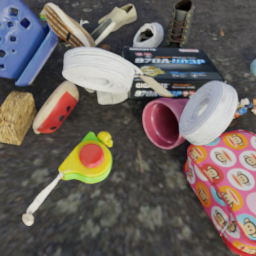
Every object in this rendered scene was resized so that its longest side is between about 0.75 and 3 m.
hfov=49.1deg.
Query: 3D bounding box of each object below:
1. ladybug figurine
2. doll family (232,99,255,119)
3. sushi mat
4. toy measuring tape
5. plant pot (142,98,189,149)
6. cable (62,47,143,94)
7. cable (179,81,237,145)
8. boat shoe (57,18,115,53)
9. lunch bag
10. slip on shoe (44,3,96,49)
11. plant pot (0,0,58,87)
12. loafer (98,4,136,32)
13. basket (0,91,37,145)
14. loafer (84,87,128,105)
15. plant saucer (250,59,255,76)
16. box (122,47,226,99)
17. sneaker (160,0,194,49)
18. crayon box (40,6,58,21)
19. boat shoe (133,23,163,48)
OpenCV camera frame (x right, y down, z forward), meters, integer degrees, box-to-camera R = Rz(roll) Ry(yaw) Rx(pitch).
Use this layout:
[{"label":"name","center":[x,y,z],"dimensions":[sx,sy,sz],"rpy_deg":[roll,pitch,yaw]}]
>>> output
[{"label":"ladybug figurine","center":[-2.165,-0.566,8.590],"dimensions":[0.690,1.302,1.919],"rpy_deg":[36,82,-7]},{"label":"doll family","center":[3.790,-0.712,9.027],"dimensions":[1.384,0.859,0.624],"rpy_deg":[-11,80,-11]},{"label":"sushi mat","center":[0.712,-1.070,7.164],"dimensions":[0.461,0.058,0.964],"rpy_deg":[1,35,-41]},{"label":"toy measuring tape","center":[-1.116,1.163,6.301],"dimensions":[0.995,0.995,2.706],"rpy_deg":[24,59,21]},{"label":"plant pot","center":[1.374,-0.253,8.253],"dimensions":[1.309,1.463,1.463],"rpy_deg":[-21,49,-38]},{"label":"cable","center":[-0.727,-1.340,6.814],"dimensions":[1.728,1.727,0.598],"rpy_deg":[3,79,34]},{"label":"cable","center":[1.874,-0.369,6.677],"dimensions":[0.561,1.622,1.622],"rpy_deg":[33,78,-12]},{"label":"boat shoe","center":[-1.565,-3.207,9.761],"dimensions":[2.939,0.994,1.055],"rpy_deg":[-3,44,52]},{"label":"lunch bag","center":[2.980,1.342,6.817],"dimensions":[2.507,1.166,2.846],"rpy_deg":[-15,49,-14]},{"label":"slip on shoe","center":[-1.505,-2.604,7.334],"dimensions":[1.613,0.613,0.489],"rpy_deg":[44,51,1]},{"label":"plant pot","center":[-3.897,-2.979,9.469],"dimensions":[2.296,2.553,2.553],"rpy_deg":[31,11,-30]},{"label":"loafer","center":[-0.550,-5.242,13.243],"dimensions":[0.870,0.785,2.299],"rpy_deg":[36,56,29]},{"label":"basket","center":[-3.668,-0.401,8.492],"dimensions":[1.165,1.116,1.563],"rpy_deg":[7,47,5]},{"label":"loafer","center":[-1.022,-1.661,9.012],"dimensions":[1.036,1.038,2.968],"rpy_deg":[-22,38,-14]},{"label":"plant saucer","center":[5.785,-2.346,10.832],"dimensions":[1.950,0.375,1.950],"rpy_deg":[-1,47,1]},{"label":"box","center":[1.370,-1.875,9.326],"dimensions":[2.995,0.689,2.381],"rpy_deg":[0,40,-7]},{"label":"sneaker","center":[1.795,-3.532,10.835],"dimensions":[1.094,1.554,2.925],"rpy_deg":[11,64,8]},{"label":"crayon box","center":[-3.944,-5.760,14.056],"dimensions":[0.628,0.308,1.057],"rpy_deg":[6,47,5]},{"label":"boat shoe","center":[0.902,-3.928,11.940],"dimensions":[1.002,0.890,2.724],"rpy_deg":[13,48,11]}]
